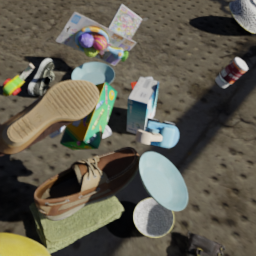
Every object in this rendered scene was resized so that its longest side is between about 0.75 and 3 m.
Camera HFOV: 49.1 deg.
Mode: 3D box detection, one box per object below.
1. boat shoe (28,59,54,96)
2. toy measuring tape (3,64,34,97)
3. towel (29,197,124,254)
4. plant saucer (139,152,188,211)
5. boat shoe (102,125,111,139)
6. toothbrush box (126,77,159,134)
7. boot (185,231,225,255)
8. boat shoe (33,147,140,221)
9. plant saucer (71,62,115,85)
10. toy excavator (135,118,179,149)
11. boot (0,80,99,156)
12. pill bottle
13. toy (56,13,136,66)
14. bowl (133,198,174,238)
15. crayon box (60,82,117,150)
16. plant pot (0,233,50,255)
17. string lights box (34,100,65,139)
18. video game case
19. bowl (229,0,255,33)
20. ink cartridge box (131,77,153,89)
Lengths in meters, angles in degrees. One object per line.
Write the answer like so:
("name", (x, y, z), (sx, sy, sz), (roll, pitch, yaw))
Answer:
("boat shoe", (-3.941, -2.383, 13.391), (0.728, 0.808, 2.286), (10, 57, 9))
("toy measuring tape", (-3.428, -1.405, 8.584), (1.450, 0.533, 0.533), (-37, 44, 25))
("towel", (-1.708, 2.641, 9.172), (2.700, 0.493, 2.003), (-23, 52, -18))
("plant saucer", (0.778, 1.307, 6.699), (1.563, 0.301, 1.563), (30, 36, -25))
("boat shoe", (-1.371, -0.165, 11.544), (0.525, 0.591, 1.607), (-31, 55, -29))
("toothbrush box", (0.563, -0.821, 11.228), (0.817, 1.916, 1.403), (18, 50, 12))
("boot", (2.300, 4.024, 7.828), (2.014, 0.697, 1.754), (26, 54, 24))
("boat shoe", (-0.989, 1.303, 7.039), (2.898, 1.040, 1.097), (-31, 53, -11))
("plant saucer", (-1.677, -2.424, 13.633), (2.092, 0.403, 2.092), (0, 50, 0))
("toy excavator", (0.709, 0.179, 6.771), (1.356, 0.696, 1.394), (10, 6, -16))
("boot", (-2.334, -0.226, 7.498), (2.854, 2.374, 1.033), (-36, 100, -35))
("pill bottle", (3.452, -1.823, 9.423), (0.559, 0.978, 0.559), (19, 47, -22))
("toy", (-1.137, -3.025, 10.392), (2.643, 1.522, 0.624), (12, 57, -36))
("bowl", (0.789, 2.932, 8.842), (1.267, 0.595, 1.267), (0, 48, 0))
("crayon box", (-1.211, -0.339, 8.688), (1.216, 0.596, 2.047), (-7, 57, 43))
("plant pot", (-3.366, 3.627, 7.068), (2.354, 1.671, 2.354), (-14, 38, 11))
("string lights box", (-2.828, -0.364, 9.760), (0.398, 1.350, 0.694), (-28, 21, 17))
("video game case", (-0.240, -4.371, 12.311), (1.143, 1.596, 0.144), (25, 12, -30))
("bowl", (7.131, -6.816, 16.273), (2.392, 1.123, 2.392), (17, 54, -25))
("ink cartridge box", (0.735, -2.033, 13.398), (1.059, 0.302, 0.861), (-5, 49, -10))
